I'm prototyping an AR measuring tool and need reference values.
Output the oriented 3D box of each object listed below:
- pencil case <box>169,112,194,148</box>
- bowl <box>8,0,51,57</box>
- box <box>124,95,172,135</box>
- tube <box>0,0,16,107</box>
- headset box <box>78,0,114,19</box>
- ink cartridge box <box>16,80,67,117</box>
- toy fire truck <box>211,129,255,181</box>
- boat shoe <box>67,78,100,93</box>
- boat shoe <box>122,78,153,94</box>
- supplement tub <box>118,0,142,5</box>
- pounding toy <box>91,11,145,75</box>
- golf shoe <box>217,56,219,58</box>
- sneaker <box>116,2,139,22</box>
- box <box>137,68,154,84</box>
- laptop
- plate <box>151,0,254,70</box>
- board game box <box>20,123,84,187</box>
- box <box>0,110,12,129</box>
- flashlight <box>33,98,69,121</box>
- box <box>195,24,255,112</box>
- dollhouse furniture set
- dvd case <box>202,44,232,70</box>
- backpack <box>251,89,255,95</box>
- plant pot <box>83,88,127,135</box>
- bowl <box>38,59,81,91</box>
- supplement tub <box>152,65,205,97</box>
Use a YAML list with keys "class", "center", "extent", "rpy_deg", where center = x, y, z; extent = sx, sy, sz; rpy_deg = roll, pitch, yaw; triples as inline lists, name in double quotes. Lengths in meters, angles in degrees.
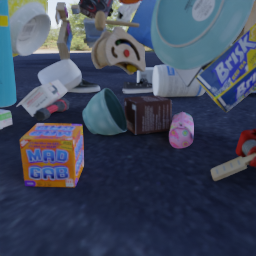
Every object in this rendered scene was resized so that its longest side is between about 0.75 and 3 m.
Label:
- class: "pencil case"
  center: [1.496, 0.026, 7.804]
  extent: [0.670, 0.670, 1.534]
  rpy_deg: [4, 18, 12]
- class: "bowl"
  center: [-2.325, -2.167, 5.459]
  extent: [1.299, 2.413, 2.413]
  rpy_deg: [37, 25, 4]
- class: "box"
  center: [0.591, -0.429, 8.590]
  extent: [1.173, 0.963, 0.973]
  rpy_deg: [-7, 17, -18]
- class: "tube"
  center: [-2.004, -1.229, 4.193]
  extent: [0.711, 1.837, 0.463]
  rpy_deg: [11, 29, 10]
- class: "headset box"
  center: [-0.946, -3.699, 8.472]
  extent: [1.016, 0.755, 0.381]
  rpy_deg: [24, -10, -15]
- class: "ink cartridge box"
  center: [-3.136, -1.089, 10.365]
  extent: [1.108, 0.637, 1.893]
  rpy_deg: [-37, 8, 20]
- class: "toy fire truck"
  center: [2.577, 0.603, 5.889]
  extent: [1.599, 1.029, 1.407]
  rpy_deg: [9, 18, -5]
- class: "boat shoe"
  center: [-2.659, -2.257, 14.502]
  extent: [2.497, 0.707, 0.857]
  rpy_deg: [5, 19, 15]
- class: "boat shoe"
  center: [0.694, -2.207, 14.374]
  extent: [2.094, 0.694, 0.732]
  rpy_deg: [-7, 20, -20]
- class: "supplement tub"
  center: [-0.015, -3.264, 5.804]
  extent: [0.726, 1.185, 0.726]
  rpy_deg: [-8, 1, 0]
- class: "pounding toy"
  center: [-0.166, -2.088, 7.525]
  extent: [1.162, 1.158, 2.025]
  rpy_deg: [-2, -20, 43]
- class: "golf shoe"
  center: [2.147, -2.965, 9.121]
  extent: [2.219, 1.022, 0.806]
  rpy_deg: [19, -9, 27]
- class: "sneaker"
  center: [-0.013, -3.611, 8.427]
  extent: [0.384, 1.025, 0.511]
  rpy_deg: [41, 27, 22]
- class: "box"
  center: [1.046, -2.758, 15.478]
  extent: [1.050, 1.045, 0.900]
  rpy_deg: [-2, 19, -5]
- class: "laptop"
  center: [1.674, -3.575, 10.212]
  extent: [1.734, 2.802, 2.992]
  rpy_deg: [0, 50, -31]
- class: "plate"
  center: [1.075, -2.069, 4.777]
  extent: [0.271, 2.124, 2.124]
  rpy_deg: [7, 10, -40]
- class: "board game box"
  center: [-1.493, 0.527, 5.739]
  extent: [0.992, 0.992, 0.993]
  rpy_deg: [1, 18, 1]
- class: "box"
  center: [-4.384, -0.225, 8.799]
  extent: [0.909, 0.498, 1.030]
  rpy_deg: [6, 18, 23]
- class: "flashlight"
  center: [-2.717, -0.672, 10.168]
  extent: [0.520, 0.518, 1.531]
  rpy_deg: [43, 27, -1]
- class: "box"
  center: [2.533, -1.408, 5.623]
  extent: [0.725, 2.256, 0.791]
  rpy_deg: [30, 22, -49]
- class: "dollhouse furniture set"
  center: [-1.258, -2.757, 8.205]
  extent: [1.511, 1.426, 0.986]
  rpy_deg: [1, 60, 0]
- class: "dvd case"
  center: [3.357, -2.767, 10.844]
  extent: [0.179, 1.627, 1.188]
  rpy_deg: [-18, 61, -29]
- class: "backpack"
  center: [5.616, -2.355, 13.816]
  extent: [1.857, 1.502, 1.950]
  rpy_deg: [-10, 21, 3]
- class: "plant pot"
  center: [-0.743, -0.352, 8.201]
  extent: [0.914, 1.364, 1.364]
  rpy_deg: [-24, 13, 17]
- class: "bowl"
  center: [-3.319, -2.422, 13.864]
  extent: [1.889, 0.705, 1.886]
  rpy_deg: [-30, 51, -13]
- class: "supplement tub"
  center: [2.385, -2.212, 13.159]
  extent: [2.267, 1.496, 1.496]
  rpy_deg: [-2, 19, -7]
